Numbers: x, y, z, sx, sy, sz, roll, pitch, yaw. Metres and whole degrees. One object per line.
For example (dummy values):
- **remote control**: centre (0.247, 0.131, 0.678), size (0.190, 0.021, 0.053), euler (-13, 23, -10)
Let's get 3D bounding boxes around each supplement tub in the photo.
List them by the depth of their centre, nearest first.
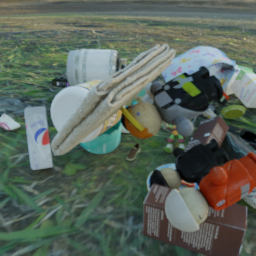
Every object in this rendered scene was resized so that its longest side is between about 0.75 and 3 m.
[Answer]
- **supplement tub**: centre (-1.010, -0.553, 7.874), size (1.476, 1.476, 2.040), euler (10, 20, 18)

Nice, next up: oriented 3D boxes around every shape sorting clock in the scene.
- **shape sorting clock**: centre (1.312, 1.444, 7.323), size (1.646, 0.323, 1.646), euler (0, 28, 0)

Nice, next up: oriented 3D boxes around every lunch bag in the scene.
- **lunch bag**: centre (2.981, -2.250, 11.922), size (2.707, 1.721, 2.295), euler (-28, 32, 11)

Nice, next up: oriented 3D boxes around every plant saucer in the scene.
- **plant saucer**: centre (3.969, -0.565, 10.561), size (0.862, 0.862, 0.134), euler (2, 61, 4)

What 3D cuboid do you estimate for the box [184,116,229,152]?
- **box**: centre (2.309, 0.379, 8.300), size (0.770, 0.576, 1.537), euler (-22, 22, 51)

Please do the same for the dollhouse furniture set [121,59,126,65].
- **dollhouse furniture set**: centre (-0.103, -3.002, 14.540), size (0.900, 1.284, 0.905), euler (5, 29, 9)

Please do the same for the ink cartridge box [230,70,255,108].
- **ink cartridge box**: centre (5.136, -1.544, 11.694), size (0.591, 1.027, 1.754), euler (1, 41, -22)

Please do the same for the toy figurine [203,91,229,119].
- **toy figurine**: centre (3.197, -0.957, 10.640), size (0.790, 1.118, 1.136), euler (38, 29, 9)

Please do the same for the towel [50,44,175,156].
- **towel**: centre (-0.398, -0.419, 4.920), size (1.750, 0.455, 2.641), euler (-40, 2, -36)

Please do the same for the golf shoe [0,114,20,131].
- **golf shoe**: centre (-4.439, -0.218, 10.186), size (1.168, 0.538, 0.424), euler (14, 31, 22)

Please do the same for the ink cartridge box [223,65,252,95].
- **ink cartridge box**: centre (4.709, -2.437, 13.758), size (2.315, 1.013, 1.682), euler (-23, 37, -35)

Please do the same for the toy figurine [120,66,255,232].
- **toy figurine**: centre (1.019, 0.347, 5.750), size (1.945, 2.752, 2.796), euler (-30, 8, 0)

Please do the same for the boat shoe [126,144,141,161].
- **boat shoe**: centre (0.155, 0.727, 8.691), size (0.283, 0.284, 0.767), euler (12, 30, 20)

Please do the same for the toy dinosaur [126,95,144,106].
- **toy dinosaur**: centre (-0.040, -1.198, 10.145), size (0.495, 0.859, 1.700), euler (3, -2, -33)

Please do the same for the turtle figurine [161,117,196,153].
- **turtle figurine**: centre (1.509, 0.079, 8.821), size (0.936, 1.301, 1.261), euler (16, 61, -9)

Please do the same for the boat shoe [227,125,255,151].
- **boat shoe**: centre (3.839, 0.312, 9.142), size (0.702, 0.601, 1.919), euler (-13, 28, -12)

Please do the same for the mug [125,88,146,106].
- **mug**: centre (-0.186, -1.476, 11.586), size (1.960, 1.212, 1.610), euler (-13, 36, 45)

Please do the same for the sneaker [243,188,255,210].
- **sneaker**: centre (4.071, 1.378, 6.842), size (2.875, 1.119, 1.181), euler (-15, 35, -8)

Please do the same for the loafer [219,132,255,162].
- **loafer**: centre (3.292, 0.727, 8.161), size (0.661, 0.755, 2.101), euler (-1, 24, -7)

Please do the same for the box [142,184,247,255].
- **box**: centre (1.319, 1.921, 5.748), size (1.954, 0.978, 0.732), euler (12, 31, 21)

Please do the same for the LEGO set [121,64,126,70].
- **LEGO set**: centre (-1.004, -2.033, 13.204), size (2.412, 1.398, 1.855), euler (-12, 1, -28)

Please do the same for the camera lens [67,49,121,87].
- **camera lens**: centre (-1.261, -2.258, 10.934), size (1.942, 1.553, 1.553), euler (3, 28, 3)

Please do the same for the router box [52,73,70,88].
- **router box**: centre (-3.134, -2.491, 14.579), size (1.012, 0.347, 1.357), euler (13, 31, 22)

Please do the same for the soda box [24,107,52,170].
- **soda box**: centre (-2.545, 0.292, 7.910), size (0.548, 1.727, 0.589), euler (-7, -2, -24)

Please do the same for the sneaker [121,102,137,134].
- **sneaker**: centre (-0.881, -0.625, 10.291), size (2.878, 1.146, 1.115), euler (6, 28, 13)

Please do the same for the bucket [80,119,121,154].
- **bucket**: centre (-0.907, 0.027, 8.906), size (1.535, 0.999, 1.535), euler (1, 44, -1)
